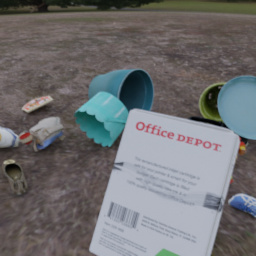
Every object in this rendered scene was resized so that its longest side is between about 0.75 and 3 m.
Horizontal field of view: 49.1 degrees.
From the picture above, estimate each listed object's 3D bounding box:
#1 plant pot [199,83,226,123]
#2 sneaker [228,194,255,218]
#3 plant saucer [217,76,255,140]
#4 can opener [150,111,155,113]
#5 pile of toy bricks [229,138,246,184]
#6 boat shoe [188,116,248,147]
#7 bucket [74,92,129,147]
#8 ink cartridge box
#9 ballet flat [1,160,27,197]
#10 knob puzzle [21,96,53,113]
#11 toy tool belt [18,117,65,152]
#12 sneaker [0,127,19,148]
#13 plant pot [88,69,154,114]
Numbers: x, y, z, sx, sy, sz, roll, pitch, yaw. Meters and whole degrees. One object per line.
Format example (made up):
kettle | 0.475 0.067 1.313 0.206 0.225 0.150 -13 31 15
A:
plant pot | 3.923 -1.174 11.894 1.727 1.727 1.588 8 19 14
sneaker | 3.166 2.015 7.184 1.123 0.425 0.433 7 26 15
plant saucer | 4.261 -0.695 9.798 2.369 0.325 2.369 0 73 -1
can opener | 1.193 -0.343 11.443 1.067 0.419 0.338 35 4 33
pile of toy bricks | 2.543 1.142 8.120 2.376 1.318 1.173 -9 54 -24
boat shoe | 3.173 0.073 10.049 2.283 0.757 0.853 21 53 21
bucket | -0.878 -0.313 9.827 1.785 1.785 1.161 22 57 34
ink cartridge box | 0.787 1.343 5.640 2.178 2.984 1.254 16 -3 25
ballet flat | -3.390 1.380 8.342 0.590 0.406 1.750 -16 33 -26
knob puzzle | -4.210 -1.175 12.760 1.561 0.216 1.561 -16 26 8
toy tool belt | -2.892 0.353 9.693 0.983 0.968 1.574 -2 28 38
sneaker | -4.647 0.327 10.055 0.968 0.827 2.197 17 1 -42
plant pot | -0.441 -1.369 11.644 2.115 2.251 2.251 14 31 38
